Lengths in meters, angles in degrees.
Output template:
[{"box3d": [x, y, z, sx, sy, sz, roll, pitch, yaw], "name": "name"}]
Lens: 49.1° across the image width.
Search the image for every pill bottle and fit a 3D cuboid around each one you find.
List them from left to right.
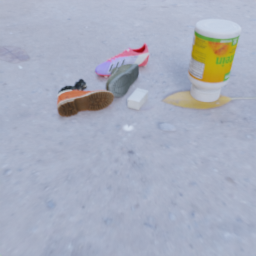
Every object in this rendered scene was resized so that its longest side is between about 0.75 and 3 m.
[{"box3d": [3.053, -2.405, 10.332, 1.530, 2.755, 1.530, 0, 38, 0], "name": "pill bottle"}]

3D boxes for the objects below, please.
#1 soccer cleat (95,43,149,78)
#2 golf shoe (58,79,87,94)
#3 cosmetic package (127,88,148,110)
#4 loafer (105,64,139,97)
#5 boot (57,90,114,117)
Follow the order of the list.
[{"box3d": [-0.257, -3.044, 12.534, 2.733, 1.045, 0.912, -20, 42, -24], "name": "soccer cleat"}, {"box3d": [-2.157, -1.456, 11.073, 1.215, 0.574, 0.472, -22, 69, 8], "name": "golf shoe"}, {"box3d": [0.370, -1.105, 10.606, 0.488, 0.385, 0.907, 18, 42, 19], "name": "cosmetic package"}, {"box3d": [-0.340, -1.971, 11.411, 0.863, 0.931, 2.476, 9, 30, 22], "name": "loafer"}, {"box3d": [-1.612, -1.121, 10.344, 2.093, 0.785, 1.122, -12, 36, -12], "name": "boot"}]
